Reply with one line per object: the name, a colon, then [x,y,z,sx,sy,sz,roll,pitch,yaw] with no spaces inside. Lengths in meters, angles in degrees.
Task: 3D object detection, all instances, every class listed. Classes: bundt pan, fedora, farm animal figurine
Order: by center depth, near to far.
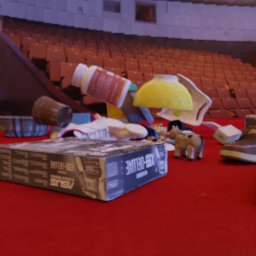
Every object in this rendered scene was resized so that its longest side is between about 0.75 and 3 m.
farm animal figurine: [1.094,0.386,7.695,1.751,0.881,1.414,0,4,-2]
fedora: [0.212,-0.969,13.452,1.163,2.278,2.576,-33,23,8]
bundt pan: [-5.213,-0.074,14.147,2.586,0.970,2.586,2,4,0]

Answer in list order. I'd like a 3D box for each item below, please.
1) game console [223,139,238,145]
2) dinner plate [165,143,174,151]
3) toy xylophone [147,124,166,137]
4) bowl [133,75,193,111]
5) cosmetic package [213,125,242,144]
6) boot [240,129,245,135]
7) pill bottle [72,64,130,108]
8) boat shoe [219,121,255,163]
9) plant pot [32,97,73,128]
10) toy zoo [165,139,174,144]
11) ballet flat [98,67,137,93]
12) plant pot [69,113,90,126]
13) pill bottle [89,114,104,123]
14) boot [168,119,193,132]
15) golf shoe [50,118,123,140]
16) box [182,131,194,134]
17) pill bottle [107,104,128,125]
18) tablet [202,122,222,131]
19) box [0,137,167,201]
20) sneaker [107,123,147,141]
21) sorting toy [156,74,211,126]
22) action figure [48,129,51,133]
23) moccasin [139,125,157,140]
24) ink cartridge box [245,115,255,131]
game console: [4.172,0.572,9.868,2.027,0.244,1.195,-4,5,-40]
dinner plate: [1.021,0.638,9.679,1.297,0.157,1.297,0,5,0]
toy xylophone: [1.261,0.085,13.325,1.126,0.824,0.283,-5,-40,7]
bowl: [1.389,-1.383,10.973,2.349,1.264,2.349,4,5,0]
cosmetic package: [3.857,0.261,10.872,1.102,0.403,0.571,-12,42,-43]
boot: [6.630,0.188,14.656,1.503,0.483,1.400,-3,0,28]
pill bottle: [-1.026,-1.633,10.570,2.016,1.131,1.131,23,3,-2]
boat shoe: [3.492,0.301,7.601,2.941,1.058,1.061,-3,5,-36]
plant pot: [-2.454,-0.459,9.303,0.998,1.009,1.009,15,10,26]
toy zoo: [1.838,0.517,10.961,0.836,0.086,0.548,14,17,42]
ballet flat: [-0.593,-1.829,11.485,1.968,0.708,0.708,26,2,-4]
plant pot: [-2.516,-0.054,12.400,1.676,1.129,1.676,-3,3,0]
pill bottle: [-2.096,-0.154,14.233,2.001,1.125,1.125,-3,5,-34]
boot: [2.393,-0.057,14.272,1.553,0.593,1.304,12,-10,45]
golf shoe: [-1.341,0.295,9.723,2.690,1.013,1.231,-9,13,-10]
box: [2.703,0.335,13.029,0.513,0.307,1.247,0,4,2]
pill bottle: [-0.416,-1.060,15.006,1.406,2.532,1.406,-6,-8,-1]
tablet: [4.160,0.010,13.096,1.142,0.120,1.755,25,0,-1]
box: [-0.879,0.630,5.480,2.689,0.669,2.121,2,4,31]
sneaker: [-0.018,0.213,8.940,1.362,0.603,0.513,10,26,28]
sorting toy: [3.024,-1.165,14.420,2.132,2.369,1.265,31,7,27]
action figure: [-4.805,0.087,15.795,0.556,0.477,0.936,14,8,26]
moccasin: [0.628,0.170,12.649,0.604,0.713,1.772,-10,7,-28]
ink cartridge box: [6.710,0.010,11.786,2.937,1.103,2.419,1,5,10]
